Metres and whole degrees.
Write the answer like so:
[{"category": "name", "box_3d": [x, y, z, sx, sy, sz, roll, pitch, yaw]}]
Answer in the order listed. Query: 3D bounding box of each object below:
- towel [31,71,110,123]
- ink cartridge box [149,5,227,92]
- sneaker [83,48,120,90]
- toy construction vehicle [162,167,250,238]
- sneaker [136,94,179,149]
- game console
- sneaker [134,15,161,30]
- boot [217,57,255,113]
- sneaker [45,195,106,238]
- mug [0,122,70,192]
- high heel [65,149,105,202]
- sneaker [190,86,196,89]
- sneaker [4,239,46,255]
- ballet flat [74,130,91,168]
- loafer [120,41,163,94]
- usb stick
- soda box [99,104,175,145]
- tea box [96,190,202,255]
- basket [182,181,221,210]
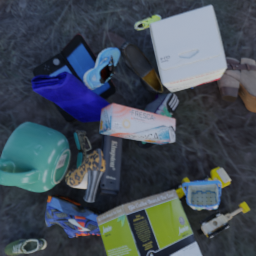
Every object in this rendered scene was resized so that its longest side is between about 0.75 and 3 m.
[{"category": "towel", "box_3d": [-1.867, -0.945, 9.948, 2.031, 2.750, 0.681, 3, 68, 41]}, {"category": "ink cartridge box", "box_3d": [2.177, -2.656, 10.176, 2.114, 2.910, 2.104, -13, 90, 13]}, {"category": "sneaker", "box_3d": [-0.704, -2.087, 9.828, 0.897, 0.782, 1.995, -1, 49, 38]}, {"category": "toy construction vehicle", "box_3d": [2.818, 2.736, 10.208, 2.491, 0.877, 2.169, -27, 61, -12]}, {"category": "sneaker", "box_3d": [0.962, -0.312, 11.245, 1.136, 0.966, 2.596, 17, 63, 46]}, {"category": "game console", "box_3d": [-2.148, -1.831, 10.909, 2.255, 1.553, 2.617, -35, 97, -11]}, {"category": "sneaker", "box_3d": [0.718, -3.799, 10.242, 1.031, 0.389, 0.394, -18, 26, 19]}, {"category": "boot", "box_3d": [5.129, -1.881, 11.714, 2.944, 1.034, 2.152, 17, 63, -2]}, {"category": "sneaker", "box_3d": [-1.589, 3.366, 9.893, 2.988, 1.125, 1.172, 19, 85, 12]}, {"category": "mug", "box_3d": [-3.145, 1.262, 9.715, 1.694, 2.251, 2.740, 17, 51, 6]}, {"category": "high heel", "box_3d": [-1.395, 1.239, 9.096, 0.792, 2.218, 1.581, 11, 96, -32]}, {"category": "sneaker", "box_3d": [2.205, -2.282, 11.980, 1.865, 0.703, 0.732, 27, 91, 19]}, {"category": "sneaker", "box_3d": [-3.635, 4.116, 9.717, 1.444, 0.648, 0.484, -8, 71, -3]}, {"category": "ballet flat", "box_3d": [-1.656, 0.859, 10.484, 0.591, 0.532, 1.568, -4, 86, -30]}, {"category": "loafer", "box_3d": [0.646, -2.351, 11.058, 0.917, 2.519, 0.911, -47, 34, -2]}, {"category": "usb stick", "box_3d": [-0.563, 0.863, 9.450, 0.783, 0.460, 2.823, 21, 58, -31]}, {"category": "soda box", "box_3d": [0.369, -0.069, 9.609, 2.638, 0.839, 0.902, 11, 75, -30]}, {"category": "tea box", "box_3d": [0.660, 3.488, 8.877, 2.410, 1.610, 2.371, -2, 65, -41]}, {"category": "basket", "box_3d": [2.488, 2.159, 9.261, 1.207, 1.369, 0.952, -7, 45, 18]}]
